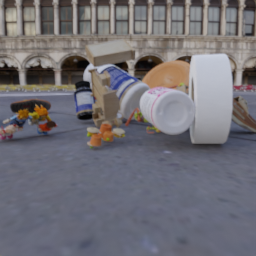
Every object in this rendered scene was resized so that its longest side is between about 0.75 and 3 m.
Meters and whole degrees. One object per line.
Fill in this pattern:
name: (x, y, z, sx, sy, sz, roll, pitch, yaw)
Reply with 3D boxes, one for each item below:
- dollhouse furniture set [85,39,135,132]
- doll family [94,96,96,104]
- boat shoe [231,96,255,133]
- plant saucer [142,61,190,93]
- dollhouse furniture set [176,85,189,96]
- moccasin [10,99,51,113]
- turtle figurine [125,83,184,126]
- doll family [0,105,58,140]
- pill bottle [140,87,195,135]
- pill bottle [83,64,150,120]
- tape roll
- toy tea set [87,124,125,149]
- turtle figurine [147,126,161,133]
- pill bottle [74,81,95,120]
dollhouse furniture set: (-0.410, -1.047, 8.540, 1.216, 2.747, 1.424, -16, 45, -18)
doll family: (-1.203, -0.979, 13.276, 1.385, 1.006, 2.231, -1, -11, 9)
boat shoe: (3.276, -0.584, 8.462, 2.106, 0.756, 0.798, 31, 14, -12)
plant saucer: (1.895, -2.216, 13.857, 2.957, 2.957, 0.477, 7, -28, 35)
dollhouse furniture set: (2.194, -0.588, 9.407, 1.990, 1.031, 0.881, 17, -27, -40)
moccasin: (-4.887, -1.096, 14.257, 2.126, 0.777, 0.821, -7, 16, 17)
turtle figurine: (1.073, -0.573, 9.121, 2.500, 0.805, 2.016, -33, 11, 0)
doll family: (-2.743, -0.207, 7.614, 1.668, 0.752, 1.035, -10, -9, -36)
pill bottle: (0.864, -0.486, 6.891, 0.989, 0.989, 1.745, -2, 12, -10)
pill bottle: (-0.534, -1.615, 11.260, 2.734, 1.519, 1.519, 37, 29, 31)
tape roll: (1.983, -0.706, 7.014, 0.780, 2.231, 2.231, -1, 9, 8)
toy tea set: (-0.647, 0.259, 6.974, 0.710, 0.442, 1.195, 25, 23, 30)
turtle figurine: (0.873, -0.082, 8.556, 0.757, 0.610, 0.244, -13, -33, -8)
pill bottle: (-1.647, -1.046, 10.655, 0.773, 1.382, 0.773, -9, -15, -3)
